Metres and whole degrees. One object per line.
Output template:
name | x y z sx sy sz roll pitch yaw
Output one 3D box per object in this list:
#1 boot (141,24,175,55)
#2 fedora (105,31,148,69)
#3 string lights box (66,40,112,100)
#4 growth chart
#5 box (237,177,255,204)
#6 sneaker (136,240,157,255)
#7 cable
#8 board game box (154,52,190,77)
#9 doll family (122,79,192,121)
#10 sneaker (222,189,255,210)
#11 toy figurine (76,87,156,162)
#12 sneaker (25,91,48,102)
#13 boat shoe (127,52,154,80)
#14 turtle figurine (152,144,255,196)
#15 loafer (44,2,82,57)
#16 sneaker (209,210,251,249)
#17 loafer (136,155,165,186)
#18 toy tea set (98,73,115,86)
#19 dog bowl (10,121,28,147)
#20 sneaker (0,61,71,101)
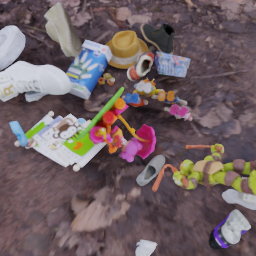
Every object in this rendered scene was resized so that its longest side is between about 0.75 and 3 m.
boot | 1.092 -3.406 9.855 0.642 1.146 1.656 -34 68 -16
fedora | -0.099 -2.869 9.829 1.765 0.720 1.765 1 55 -2
string lights box | -1.336 -1.878 8.992 0.897 0.515 1.746 22 76 19
growth chart | -1.766 0.272 7.903 2.378 0.211 1.721 20 55 23
box | 3.060 1.436 5.806 1.386 0.570 0.474 14 87 13
sneaker | 0.356 2.601 5.891 0.356 0.932 0.375 18 57 4
cable | -4.155 -2.637 9.357 1.661 0.575 1.661 -47 46 1
board game box | 1.530 -2.093 9.258 1.163 0.359 1.163 5 34 -7
doll family | 0.942 -0.917 8.211 2.149 1.334 0.969 17 93 10
sneaker | 2.751 1.771 6.918 0.823 0.475 0.303 26 70 6
toy figurine | -0.107 0.180 7.194 1.721 1.404 1.870 42 58 -6
sneaker | -2.867 -1.044 8.891 0.834 0.295 0.305 -20 50 -37
boat shoe | 0.531 -2.089 9.233 0.496 0.565 1.587 -15 27 41
turtle figurine | 1.341 0.742 4.495 1.455 0.581 1.804 0 16 43
loafer | -2.125 -3.030 8.953 0.800 0.886 2.343 -27 56 9
sneaker | 2.228 2.335 6.356 1.463 0.728 0.509 -1 50 -52
loafer | 0.657 1.086 7.347 0.381 0.381 1.091 44 57 0
toy tea set | -0.873 -1.709 9.304 0.920 0.341 0.547 8 57 6
dog bowl | -2.957 0.151 7.616 0.189 0.761 0.424 -27 30 -14
sneaker | -2.992 -1.203 8.209 2.603 0.959 1.504 16 43 34
